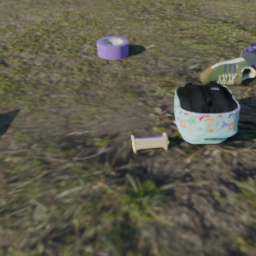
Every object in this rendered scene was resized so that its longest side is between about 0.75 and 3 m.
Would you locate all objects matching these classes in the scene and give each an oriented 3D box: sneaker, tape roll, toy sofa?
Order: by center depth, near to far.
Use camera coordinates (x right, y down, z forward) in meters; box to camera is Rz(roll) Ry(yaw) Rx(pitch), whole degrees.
[{"bbox_3d":[0.644,0.380,8.299,1.053,0.514,0.436,-5,36,-6],"label":"toy sofa"},{"bbox_3d":[4.224,-2.181,11.563,2.354,0.789,1.057,-21,52,-18],"label":"sneaker"},{"bbox_3d":[-0.782,-4.093,14.305,1.574,0.669,1.574,0,35,0],"label":"tape roll"}]

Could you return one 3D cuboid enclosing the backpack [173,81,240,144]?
[{"bbox_3d":[2.307,-0.402,8.385,1.872,1.588,2.109,-1,23,4],"label":"backpack"}]

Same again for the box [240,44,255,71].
[{"bbox_3d":[6.423,-3.105,12.863,1.434,0.801,2.032,-29,45,-30],"label":"box"}]
